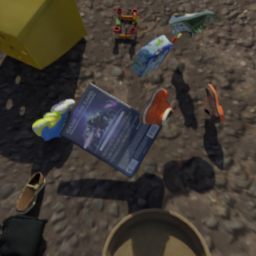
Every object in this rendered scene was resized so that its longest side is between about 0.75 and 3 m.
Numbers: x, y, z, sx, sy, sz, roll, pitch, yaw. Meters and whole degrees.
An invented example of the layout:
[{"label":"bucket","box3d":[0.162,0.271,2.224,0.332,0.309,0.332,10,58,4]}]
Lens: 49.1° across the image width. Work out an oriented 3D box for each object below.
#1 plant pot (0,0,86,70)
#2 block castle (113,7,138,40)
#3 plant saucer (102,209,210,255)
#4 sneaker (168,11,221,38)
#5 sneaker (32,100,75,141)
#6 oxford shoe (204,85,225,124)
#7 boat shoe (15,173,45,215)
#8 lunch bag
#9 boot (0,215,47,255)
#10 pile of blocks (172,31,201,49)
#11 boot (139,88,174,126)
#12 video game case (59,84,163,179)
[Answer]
[{"label":"plant pot","box3d":[-3.715,-3.995,10.585,2.893,2.893,2.552,25,75,14]},{"label":"block castle","box3d":[-0.081,-4.489,11.916,0.957,0.672,1.433,5,60,2]},{"label":"plant saucer","box3d":[0.744,3.649,7.449,2.908,0.428,2.908,0,60,1]},{"label":"sneaker","box3d":[2.121,-3.250,8.969,1.663,0.639,0.737,-7,97,2]},{"label":"sneaker","box3d":[-2.346,-0.214,9.369,1.648,0.866,0.624,-39,33,-18]},{"label":"oxford shoe","box3d":[2.801,-0.827,9.501,0.550,0.539,1.515,-18,56,15]},{"label":"boat shoe","box3d":[-2.875,1.845,8.137,0.498,0.499,1.348,10,38,4]},{"label":"lunch bag","box3d":[0.707,-2.092,8.270,1.032,1.284,0.530,-36,86,-19]},{"label":"boot","box3d":[-2.514,3.321,7.452,2.201,0.814,1.804,1,58,3]},{"label":"pile of blocks","box3d":[2.110,-3.463,10.383,0.455,1.464,0.601,45,67,-15]},{"label":"boot","box3d":[1.000,-0.601,8.239,0.839,0.587,1.566,11,44,23]},{"label":"video game case","box3d":[-0.534,0.081,8.680,2.633,0.250,1.881,31,87,3]}]
